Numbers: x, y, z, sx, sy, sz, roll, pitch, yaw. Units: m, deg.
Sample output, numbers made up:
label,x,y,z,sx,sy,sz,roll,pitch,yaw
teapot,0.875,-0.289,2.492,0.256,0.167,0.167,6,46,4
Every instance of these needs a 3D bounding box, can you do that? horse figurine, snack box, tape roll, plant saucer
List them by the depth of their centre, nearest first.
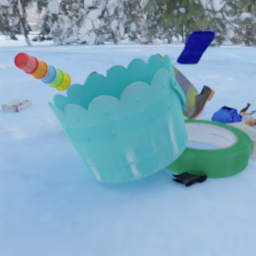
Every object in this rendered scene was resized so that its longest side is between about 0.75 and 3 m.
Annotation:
label,x,y,z,sx,sy,sz,roll,pitch,yaw
tape roll,1.931,0.462,7.687,2.633,0.633,2.633,-1,21,0
plant saucer,-1.202,-1.447,9.379,0.162,0.903,0.903,21,5,-38
horse figurine,4.446,-0.349,10.040,1.071,0.403,1.616,-17,29,1
snack box,-4.744,-0.964,11.970,0.772,0.287,1.085,4,21,11

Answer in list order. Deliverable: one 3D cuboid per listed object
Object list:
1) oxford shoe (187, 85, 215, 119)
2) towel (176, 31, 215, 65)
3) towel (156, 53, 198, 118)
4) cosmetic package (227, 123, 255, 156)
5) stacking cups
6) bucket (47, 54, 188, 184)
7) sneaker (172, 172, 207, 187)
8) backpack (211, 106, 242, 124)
label,x,y,z,sx,sy,sz,roll,pitch,yaw
oxford shoe,2.512,-0.880,10.114,0.523,1.434,0.511,35,-3,-11
towel,2.441,-2.836,10.088,1.023,1.386,0.343,-10,59,-24
towel,1.700,-1.642,10.785,0.280,2.459,1.766,-34,25,49
cosmetic package,3.500,0.302,8.299,0.712,0.503,1.376,-6,21,-16
stacking cups,-2.734,-1.863,9.259,0.747,0.747,2.470,6,-6,15
bucket,-0.107,-0.279,6.647,3.082,2.005,3.082,-18,21,8
sneaker,1.414,1.137,6.457,0.756,0.227,0.394,-13,29,-23
backpack,3.235,-0.238,9.287,0.852,0.825,1.016,20,28,38
